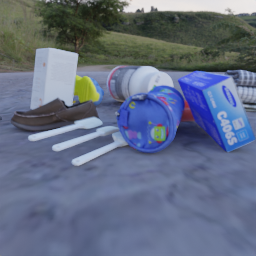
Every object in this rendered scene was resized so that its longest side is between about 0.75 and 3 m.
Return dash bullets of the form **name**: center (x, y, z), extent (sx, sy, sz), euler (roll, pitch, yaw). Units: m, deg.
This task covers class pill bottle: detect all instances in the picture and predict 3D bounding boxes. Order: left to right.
- **pill bottle**: center (0.427, -1.634, 10.896), extent (1.522, 1.522, 2.750), euler (-8, 16, -31)

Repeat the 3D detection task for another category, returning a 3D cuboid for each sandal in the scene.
- **sandal**: center (-1.518, -1.557, 11.566), extent (1.207, 1.101, 2.771), euler (11, 15, -27)

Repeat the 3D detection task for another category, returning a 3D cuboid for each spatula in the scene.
- **spatula**: center (-0.759, 0.173, 5.652), extent (1.471, 0.170, 2.116), euler (25, 22, 25)

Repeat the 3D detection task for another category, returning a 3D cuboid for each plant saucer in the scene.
- **plant saucer**: center (2.014, -0.621, 9.183), extent (2.024, 0.372, 2.028), euler (-3, 13, -14)

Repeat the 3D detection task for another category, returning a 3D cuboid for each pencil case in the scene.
- **pencil case**: center (0.591, -0.334, 6.310), extent (1.227, 1.103, 2.826), euler (20, 16, 10)

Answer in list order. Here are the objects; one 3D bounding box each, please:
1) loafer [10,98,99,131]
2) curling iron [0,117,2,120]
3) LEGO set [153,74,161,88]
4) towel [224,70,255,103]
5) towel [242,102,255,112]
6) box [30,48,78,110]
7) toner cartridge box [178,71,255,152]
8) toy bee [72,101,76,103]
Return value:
- **loafer**: center (-1.888, -0.413, 7.331), extent (2.246, 0.797, 0.820), euler (-4, 14, -13)
- **curling iron**: center (-3.906, -0.298, 7.762), extent (0.947, 0.235, 0.121), euler (10, 0, 18)
- **LEGO set**: center (0.792, -0.994, 7.857), extent (0.371, 0.973, 0.399), euler (27, 11, -2)
- **towel**: center (5.010, -1.587, 10.852), extent (2.332, 1.205, 2.816), euler (5, 10, 5)
- **towel**: center (4.585, -0.782, 10.123), extent (1.353, 0.234, 1.303), euler (6, 15, 27)
- **box**: center (-2.380, -1.445, 8.916), extent (0.956, 1.962, 1.221), euler (3, 9, -36)
- **toner cartridge box**: center (1.894, -0.556, 6.549), extent (0.614, 1.351, 2.845), euler (-25, 12, 7)
- **toy bee**: center (-2.100, -0.870, 9.845), extent (0.574, 0.876, 0.476), euler (-11, -30, 12)
